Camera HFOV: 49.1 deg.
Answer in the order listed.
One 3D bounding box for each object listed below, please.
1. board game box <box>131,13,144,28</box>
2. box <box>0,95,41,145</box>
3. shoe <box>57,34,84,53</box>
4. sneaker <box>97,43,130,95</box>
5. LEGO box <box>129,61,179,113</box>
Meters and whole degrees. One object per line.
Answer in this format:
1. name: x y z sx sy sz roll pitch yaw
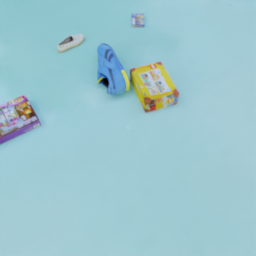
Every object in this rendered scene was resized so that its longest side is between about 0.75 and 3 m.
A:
1. board game box: 0.480 -5.313 13.828 0.627 0.160 0.927 0 56 0
2. box: -4.447 -0.236 10.251 2.081 0.407 1.424 -28 62 -18
3. shoe: -2.606 -3.926 12.757 1.455 0.388 0.509 -39 64 -23
4. sneaker: -0.919 -2.450 11.436 1.085 0.912 2.767 -18 59 -15
5. LEGO box: 0.983 -1.639 11.024 1.362 0.706 1.829 -16 57 -10
